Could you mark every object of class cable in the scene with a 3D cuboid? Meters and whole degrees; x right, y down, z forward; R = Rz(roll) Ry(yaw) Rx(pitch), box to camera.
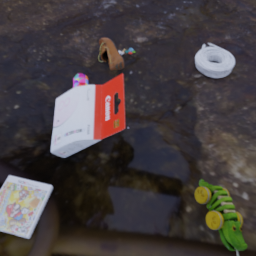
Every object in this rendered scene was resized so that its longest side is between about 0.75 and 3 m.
[{"bbox_3d":[3.595,-2.757,11.729,1.610,0.558,1.611,30,57,20],"label":"cable"}]

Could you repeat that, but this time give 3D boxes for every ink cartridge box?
[{"bbox_3d":[-1.314,-0.475,8.735,2.625,0.749,2.133,-28,50,35],"label":"ink cartridge box"}]

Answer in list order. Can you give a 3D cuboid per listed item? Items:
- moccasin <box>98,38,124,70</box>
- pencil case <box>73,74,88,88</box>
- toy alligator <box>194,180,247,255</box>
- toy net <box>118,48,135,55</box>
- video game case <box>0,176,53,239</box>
[{"bbox_3d":[-0.860,-3.111,11.837,0.809,0.766,2.095,-20,57,-10],"label":"moccasin"},{"bbox_3d":[-1.807,-1.405,10.588,0.638,0.638,1.444,-4,48,-3],"label":"pencil case"},{"bbox_3d":[2.583,2.399,7.222,0.935,0.678,2.821,8,43,-28],"label":"toy alligator"},{"bbox_3d":[-0.103,-3.331,12.460,0.813,0.157,0.426,-18,56,-12],"label":"toy net"},{"bbox_3d":[-3.115,2.189,7.949,1.426,0.179,1.566,11,52,9],"label":"video game case"}]
